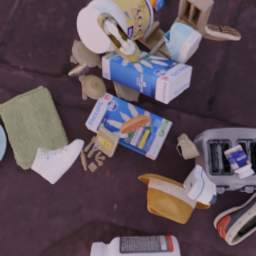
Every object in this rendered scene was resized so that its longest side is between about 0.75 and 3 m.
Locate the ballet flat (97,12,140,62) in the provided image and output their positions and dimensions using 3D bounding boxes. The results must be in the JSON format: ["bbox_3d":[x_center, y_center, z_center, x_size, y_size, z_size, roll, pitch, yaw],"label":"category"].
[{"bbox_3d":[-0.227,-2.476,7.828,0.594,0.594,1.679,-48,116,-10],"label":"ballet flat"}]

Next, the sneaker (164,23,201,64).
[{"bbox_3d":[1.746,-2.850,9.585,1.070,2.612,0.966,43,85,5],"label":"sneaker"}]

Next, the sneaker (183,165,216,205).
[{"bbox_3d":[1.952,1.581,7.550,0.702,1.984,0.724,34,104,6],"label":"sneaker"}]

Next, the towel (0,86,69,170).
[{"bbox_3d":[-3.550,-0.062,10.593,2.094,0.515,2.823,-24,77,-7],"label":"towel"}]

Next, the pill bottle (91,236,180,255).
[{"bbox_3d":[0.229,4.342,9.002,2.744,1.590,1.590,-2,77,1],"label":"pill bottle"}]

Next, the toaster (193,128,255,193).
[{"bbox_3d":[3.539,1.074,9.854,2.165,1.420,2.394,0,77,-1],"label":"toaster"}]

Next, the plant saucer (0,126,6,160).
[{"bbox_3d":[-5.648,0.683,10.445,2.359,0.454,2.359,0,77,1],"label":"plant saucer"}]

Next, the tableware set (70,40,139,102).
[{"bbox_3d":[-0.811,-2.089,10.526,2.838,0.329,2.370,-2,72,-35],"label":"tableware set"}]

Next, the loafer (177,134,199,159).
[{"bbox_3d":[1.900,0.636,9.487,0.537,1.573,0.595,-27,101,1],"label":"loafer"}]

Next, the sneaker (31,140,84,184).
[{"bbox_3d":[-2.142,0.813,8.204,0.996,0.635,1.723,37,108,-16],"label":"sneaker"}]

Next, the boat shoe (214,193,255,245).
[{"bbox_3d":[4.396,2.924,9.495,2.951,0.923,1.050,-27,113,-3],"label":"boat shoe"}]

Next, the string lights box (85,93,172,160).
[{"bbox_3d":[0.023,-0.068,10.415,2.806,0.827,1.442,24,79,6],"label":"string lights box"}]

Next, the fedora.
[{"bbox_3d":[1.321,2.383,8.990,2.521,2.521,1.028,23,71,5],"label":"fedora"}]

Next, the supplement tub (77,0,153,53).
[{"bbox_3d":[-0.436,-3.839,10.091,1.796,1.796,2.470,41,51,9],"label":"supplement tub"}]

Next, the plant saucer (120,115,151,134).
[{"bbox_3d":[0.220,-0.133,9.405,1.130,1.130,0.212,-23,76,-5],"label":"plant saucer"}]

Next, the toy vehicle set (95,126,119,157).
[{"bbox_3d":[-0.786,0.509,9.974,0.755,1.215,0.161,35,55,9],"label":"toy vehicle set"}]

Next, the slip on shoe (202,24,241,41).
[{"bbox_3d":[2.895,-2.889,8.727,1.219,0.369,0.463,3,56,-16],"label":"slip on shoe"}]

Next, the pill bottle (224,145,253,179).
[{"bbox_3d":[3.489,1.072,8.789,0.549,0.549,0.949,-24,78,-6],"label":"pill bottle"}]

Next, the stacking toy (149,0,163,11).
[{"bbox_3d":[1.033,-5.406,11.929,0.870,0.505,0.478,36,78,19],"label":"stacking toy"}]

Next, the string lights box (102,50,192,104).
[{"bbox_3d":[0.604,-1.942,9.847,2.819,0.831,1.448,26,45,29],"label":"string lights box"}]

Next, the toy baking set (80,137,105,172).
[{"bbox_3d":[-1.173,0.863,9.067,0.823,0.125,1.072,-20,101,-35],"label":"toy baking set"}]

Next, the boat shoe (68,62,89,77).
[{"bbox_3d":[-1.606,-1.833,9.167,0.340,1.051,0.378,52,55,-18],"label":"boat shoe"}]

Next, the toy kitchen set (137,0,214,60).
[{"bbox_3d":[1.354,-3.725,10.479,2.082,2.303,2.552,40,87,9],"label":"toy kitchen set"}]
